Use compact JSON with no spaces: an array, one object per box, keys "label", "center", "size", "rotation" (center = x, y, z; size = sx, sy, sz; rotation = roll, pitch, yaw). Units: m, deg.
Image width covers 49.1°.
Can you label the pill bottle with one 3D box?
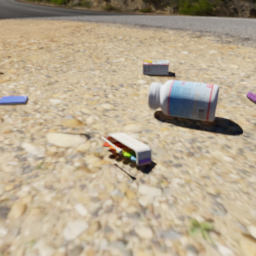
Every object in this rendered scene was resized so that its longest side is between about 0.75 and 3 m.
[{"label":"pill bottle","center":[2.143,-1.108,10.942],"size":[2.570,1.397,1.397],"rotation":[10,29,18]}]

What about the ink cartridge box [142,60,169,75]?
[{"label":"ink cartridge box","center":[1.651,-3.669,16.753],"size":[1.528,0.641,1.341],"rotation":[2,26,5]}]

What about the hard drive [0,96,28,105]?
[{"label":"hard drive","center":[-5.145,-1.242,12.581],"size":[1.120,0.142,0.739],"rotation":[-3,27,-5]}]

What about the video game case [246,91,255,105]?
[{"label":"video game case","center":[5.191,-0.772,10.383],"size":[1.506,0.270,1.365],"rotation":[41,17,30]}]

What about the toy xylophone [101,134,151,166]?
[{"label":"toy xylophone","center":[-0.134,0.588,8.471],"size":[1.245,0.427,1.700],"rotation":[-1,21,-37]}]
